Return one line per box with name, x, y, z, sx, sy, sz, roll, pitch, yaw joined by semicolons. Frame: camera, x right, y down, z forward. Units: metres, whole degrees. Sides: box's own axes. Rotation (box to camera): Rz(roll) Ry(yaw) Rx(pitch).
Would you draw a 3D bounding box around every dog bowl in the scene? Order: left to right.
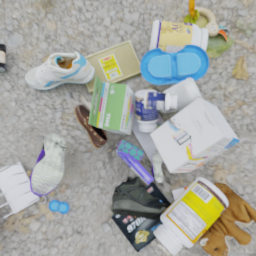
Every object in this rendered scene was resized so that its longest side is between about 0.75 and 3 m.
dog bowl;-2.620;3.006;10.664;0.784;0.194;0.437;13;81;2
dog bowl;1.601;-2.134;9.841;2.333;0.578;1.300;-4;82;7

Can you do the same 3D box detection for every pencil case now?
pencil case;0.068;0.723;8.919;0.885;0.377;0.409;29;101;-13

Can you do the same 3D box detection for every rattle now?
rattle;3.352;-4.436;11.346;2.022;1.445;1.317;34;61;12

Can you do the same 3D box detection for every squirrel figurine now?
squirrel figurine;3.261;3.308;10.095;2.258;1.712;2.419;-47;67;4

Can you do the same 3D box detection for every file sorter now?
file sorter;-4.249;2.247;10.211;1.134;1.017;1.634;-30;85;2

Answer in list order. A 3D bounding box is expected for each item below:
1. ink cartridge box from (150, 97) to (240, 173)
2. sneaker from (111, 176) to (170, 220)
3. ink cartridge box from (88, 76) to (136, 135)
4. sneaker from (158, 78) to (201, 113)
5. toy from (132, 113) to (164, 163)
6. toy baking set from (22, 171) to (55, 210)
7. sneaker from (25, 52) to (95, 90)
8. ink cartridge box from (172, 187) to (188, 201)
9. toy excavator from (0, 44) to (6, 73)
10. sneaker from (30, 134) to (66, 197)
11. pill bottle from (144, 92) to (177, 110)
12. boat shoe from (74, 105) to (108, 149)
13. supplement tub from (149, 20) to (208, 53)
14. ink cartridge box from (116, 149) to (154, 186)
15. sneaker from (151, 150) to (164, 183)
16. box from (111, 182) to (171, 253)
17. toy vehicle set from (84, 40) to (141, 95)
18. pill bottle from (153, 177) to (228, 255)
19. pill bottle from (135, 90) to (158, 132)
ink cartridge box;2.098;0.328;8.954;2.036;1.499;1.473;-39;61;26
sneaker;0.601;2.440;9.836;2.429;0.929;1.392;15;53;-16
ink cartridge box;-0.406;-0.627;9.432;0.857;2.888;1.500;9;86;11
sneaker;1.587;-0.945;9.706;1.124;2.792;1.067;-19;89;-11
toy;0.988;0.324;10.929;1.245;0.510;2.162;-29;73;-6
toy baking set;-3.775;2.340;10.782;1.849;0.215;1.419;-17;87;4
sneaker;-2.798;-2.253;10.727;2.909;1.175;1.113;-7;62;20
ink cartridge box;2.148;2.639;10.728;0.827;0.236;0.672;-14;81;2
toy excavator;-6.174;-2.641;11.224;2.072;2.131;1.065;4;75;-44
sneaker;-2.703;1.453;9.368;0.902;2.594;1.290;22;122;-15
pill bottle;0.997;-0.820;8.586;0.976;0.542;0.542;4;80;10
boat shoe;-1.317;-0.141;10.272;0.641;0.640;1.821;-25;77;-43
supplement tub;1.931;-3.350;11.055;2.097;1.525;1.525;7;81;2
ink cartridge box;0.223;1.339;10.154;0.365;1.682;1.667;-42;85;-6
sneaker;1.013;1.410;10.183;0.405;0.579;1.165;2;76;-8
box;0.650;3.299;10.461;2.060;0.474;1.637;-37;83;-6
toy vehicle set;-0.748;-2.495;11.522;2.394;0.317;1.488;-22;81;-4
pill bottle;1.947;2.815;8.911;2.376;1.298;1.298;-44;83;-8
pill bottle;0.655;-0.581;9.680;0.780;0.780;1.348;-4;111;-1
